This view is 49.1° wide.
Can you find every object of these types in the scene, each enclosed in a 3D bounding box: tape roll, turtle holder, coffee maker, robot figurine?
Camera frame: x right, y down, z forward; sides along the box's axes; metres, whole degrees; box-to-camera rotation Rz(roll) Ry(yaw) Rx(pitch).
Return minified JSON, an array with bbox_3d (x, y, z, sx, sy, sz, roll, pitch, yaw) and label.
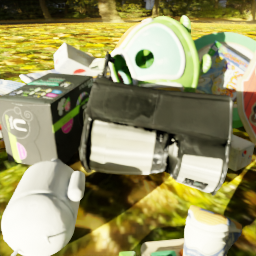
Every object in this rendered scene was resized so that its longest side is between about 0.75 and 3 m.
[{"bbox_3d":[2.773,-1.409,8.138,2.860,0.687,2.860,-1,69,3],"label":"tape roll"},{"bbox_3d":[0.651,-1.277,6.837,1.855,2.613,1.985,-23,23,-29],"label":"turtle holder"},{"bbox_3d":[0.584,-0.165,5.403,2.586,2.484,1.742,8,3,4],"label":"coffee maker"},{"bbox_3d":[-1.261,1.186,4.282,1.487,0.990,1.754,-37,21,15],"label":"robot figurine"}]

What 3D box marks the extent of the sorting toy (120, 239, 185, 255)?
[{"bbox_3d":[0.751,1.878,3.665,1.964,0.267,1.106,-3,25,-6],"label":"sorting toy"}]

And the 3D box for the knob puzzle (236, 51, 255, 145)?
[{"bbox_3d":[3.736,-0.631,6.954,2.611,2.611,0.362,-6,2,-12],"label":"knob puzzle"}]

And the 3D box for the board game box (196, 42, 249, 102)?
[{"bbox_3d":[2.622,-1.334,8.127,1.394,2.059,0.355,37,64,11],"label":"board game box"}]

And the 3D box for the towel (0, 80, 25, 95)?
[{"bbox_3d":[-3.487,-1.175,8.783,2.766,0.329,2.032,11,-5,5],"label":"towel"}]

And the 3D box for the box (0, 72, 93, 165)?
[{"bbox_3d":[-1.790,-0.282,6.716,1.325,1.584,2.132,7,28,15],"label":"box"}]

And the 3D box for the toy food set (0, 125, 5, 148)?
[{"bbox_3d":[-3.255,0.192,7.108,0.451,0.478,1.002,-12,25,2],"label":"toy food set"}]

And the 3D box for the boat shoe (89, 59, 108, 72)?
[{"bbox_3d":[-0.773,-2.050,9.355,1.387,0.499,0.430,7,52,49],"label":"boat shoe"}]

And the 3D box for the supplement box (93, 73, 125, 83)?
[{"bbox_3d":[-0.374,-0.979,8.834,1.653,1.113,1.676,-18,30,-34],"label":"supplement box"}]

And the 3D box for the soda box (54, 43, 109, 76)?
[{"bbox_3d":[-1.546,-2.208,10.386,2.301,0.732,0.784,18,49,-44],"label":"soda box"}]

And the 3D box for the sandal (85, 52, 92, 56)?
[{"bbox_3d":[-2.066,-3.305,13.644,0.747,0.832,2.270,-19,3,21],"label":"sandal"}]

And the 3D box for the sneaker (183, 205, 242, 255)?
[{"bbox_3d":[1.068,1.492,3.730,0.627,0.734,1.666,12,-13,34],"label":"sneaker"}]

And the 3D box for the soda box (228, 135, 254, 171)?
[{"bbox_3d":[2.048,0.360,6.642,0.569,0.532,1.672,-16,29,-31],"label":"soda box"}]

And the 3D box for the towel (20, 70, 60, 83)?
[{"bbox_3d":[-3.868,-2.359,12.910,1.870,0.223,1.373,-17,30,-33],"label":"towel"}]
